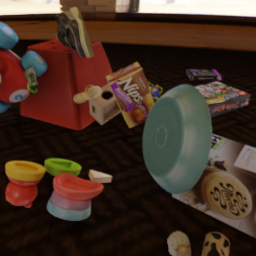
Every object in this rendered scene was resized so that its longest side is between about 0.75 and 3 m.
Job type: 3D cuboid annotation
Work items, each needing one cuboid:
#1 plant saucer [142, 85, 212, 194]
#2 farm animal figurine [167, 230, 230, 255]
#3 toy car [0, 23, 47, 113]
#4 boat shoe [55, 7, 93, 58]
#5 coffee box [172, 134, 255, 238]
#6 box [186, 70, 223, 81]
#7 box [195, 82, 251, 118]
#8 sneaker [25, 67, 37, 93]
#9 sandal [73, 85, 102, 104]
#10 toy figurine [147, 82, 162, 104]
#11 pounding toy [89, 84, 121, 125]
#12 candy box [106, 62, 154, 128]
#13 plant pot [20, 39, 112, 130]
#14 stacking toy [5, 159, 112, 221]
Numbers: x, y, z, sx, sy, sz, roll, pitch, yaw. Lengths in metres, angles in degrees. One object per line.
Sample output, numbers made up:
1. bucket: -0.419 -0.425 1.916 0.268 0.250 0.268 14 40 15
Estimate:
1. plant saucer: 0.935 0.229 6.554 0.462 2.572 2.572 7 24 -23
2. farm animal figurine: 1.488 2.344 4.502 1.682 0.877 1.664 3 28 6
3. toy car: -4.148 -1.433 8.364 2.400 2.303 2.604 -38 23 18
4. boat shoe: -1.812 -3.005 9.018 0.974 1.059 2.964 -18 44 -4
5. coffee box: 2.346 1.220 5.971 2.615 1.478 1.044 20 35 34
6. box: 3.976 -2.775 14.729 1.647 0.297 1.177 2 28 0
7. box: 3.353 -1.182 11.500 2.713 0.511 1.853 -17 32 -29
8. sneaker: -2.929 -1.468 8.602 0.325 0.832 0.355 -21 31 -33
9. sandal: -0.907 -0.868 6.701 0.330 0.296 0.900 46 47 11
10. toy figurine: 0.930 -1.571 11.670 2.202 1.161 1.319 25 32 37
11. pounding toy: -0.501 -1.090 9.099 1.560 1.370 0.714 -37 67 -25
12. candy box: 0.143 -0.911 8.109 0.991 1.699 0.480 -25 39 -1
13. plant pot: -2.261 -1.915 10.708 2.910 2.564 2.907 14 32 24
14. stacking toy: -1.603 1.477 6.660 2.195 0.927 1.987 16 6 21
